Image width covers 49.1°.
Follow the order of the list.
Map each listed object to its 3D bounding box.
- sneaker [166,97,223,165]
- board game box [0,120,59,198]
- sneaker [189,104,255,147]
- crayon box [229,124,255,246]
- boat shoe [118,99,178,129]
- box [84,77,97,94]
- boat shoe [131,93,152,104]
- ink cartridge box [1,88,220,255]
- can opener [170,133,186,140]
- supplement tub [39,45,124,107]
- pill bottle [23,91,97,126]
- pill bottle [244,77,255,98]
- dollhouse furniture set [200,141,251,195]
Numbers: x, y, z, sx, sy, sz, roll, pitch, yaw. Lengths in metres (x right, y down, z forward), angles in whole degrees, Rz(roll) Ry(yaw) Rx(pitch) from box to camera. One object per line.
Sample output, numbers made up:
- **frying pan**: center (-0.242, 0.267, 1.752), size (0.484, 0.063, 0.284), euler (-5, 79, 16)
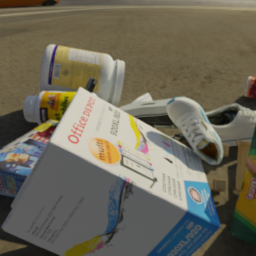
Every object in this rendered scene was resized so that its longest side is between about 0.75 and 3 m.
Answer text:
- **sneaker**: center (1.172, 0.038, 4.763), size (0.527, 1.377, 0.556), euler (-38, 16, 23)
- **board game box**: center (-1.675, 0.880, 6.632), size (2.504, 0.773, 2.506), euler (16, 33, 24)
- **sneaker**: center (3.149, -0.134, 7.932), size (2.975, 1.053, 1.086), euler (-14, 41, -16)
- **crayon box**: center (2.700, 0.987, 4.629), size (1.495, 2.518, 0.733), euler (15, 33, 26)
- **boat shoe**: center (0.489, -0.282, 8.459), size (2.795, 0.890, 0.988), euler (-1, 21, 46)
- **box**: center (-1.150, -0.983, 7.864), size (0.151, 0.872, 0.480), euler (24, 5, -23)
- **boat shoe**: center (0.470, -0.852, 10.082), size (1.349, 0.496, 0.441), euler (-35, 86, -42)
- **ink cartridge box**: center (-0.246, 0.929, 4.474), size (2.473, 1.788, 1.820), euler (29, 27, -12)
- **can opener**: center (1.499, 0.350, 8.183), size (1.102, 0.369, 0.294), euler (-7, 10, -33)
- **supplement tub**: center (-1.603, -1.761, 9.958), size (2.696, 1.960, 1.960), euler (8, 28, -9)
- **pill bottle**: center (-2.071, -0.549, 8.791), size (2.163, 1.181, 1.181), euler (3, 29, 5)
- **pill bottle**: center (5.348, -1.489, 10.875), size (1.427, 0.815, 0.815), euler (15, 32, 26)
- **dollhouse furniture set**: center (2.737, 0.947, 6.509), size (2.345, 1.215, 1.038), euler (5, -10, 8)
